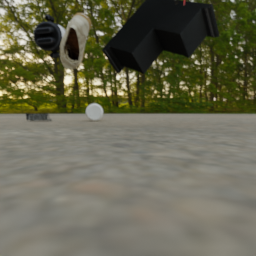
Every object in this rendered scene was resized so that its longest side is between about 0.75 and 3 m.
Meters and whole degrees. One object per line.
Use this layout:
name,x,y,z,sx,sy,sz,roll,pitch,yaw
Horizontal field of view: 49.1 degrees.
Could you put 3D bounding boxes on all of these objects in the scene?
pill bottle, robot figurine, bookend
pill bottle,-1.787,-0.826,14.835,0.910,0.910,1.592,0,3,-7
robot figurine,-2.920,-3.465,10.678,1.072,1.291,1.719,34,14,-5
bookend,0.986,-2.676,8.744,2.536,2.520,1.168,28,-15,39

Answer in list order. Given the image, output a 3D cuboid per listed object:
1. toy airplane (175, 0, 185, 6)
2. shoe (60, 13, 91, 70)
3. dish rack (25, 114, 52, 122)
toy airplane,0.927,-2.584,4.464,0.227,1.236,1.236,16,6,8
shoe,-2.002,-2.853,9.892,0.934,0.713,2.673,26,-32,-8
dish rack,-4.525,-0.525,14.210,1.152,0.410,1.502,-3,5,-27
